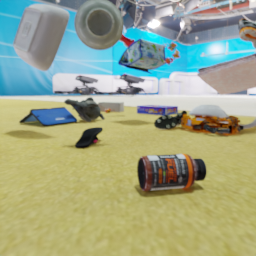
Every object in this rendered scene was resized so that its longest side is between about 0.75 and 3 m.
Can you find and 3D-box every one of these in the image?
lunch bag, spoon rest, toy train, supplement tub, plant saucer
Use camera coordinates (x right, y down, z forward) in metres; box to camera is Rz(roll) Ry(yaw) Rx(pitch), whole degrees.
[{"bbox_3d":[0.614,-3.179,13.018,1.542,1.156,1.814,5,-12,-36],"label":"lunch bag"},{"bbox_3d":[3.889,-0.432,11.163,2.902,0.880,1.442,2,0,6],"label":"spoon rest"},{"bbox_3d":[1.901,-3.345,12.459,0.771,1.026,0.285,-12,-5,-2],"label":"toy train"},{"bbox_3d":[0.738,0.734,4.731,1.099,0.588,0.588,-2,9,-13],"label":"supplement tub"},{"bbox_3d":[-0.796,-2.902,7.827,1.404,1.404,0.352,-2,10,-11],"label":"plant saucer"}]

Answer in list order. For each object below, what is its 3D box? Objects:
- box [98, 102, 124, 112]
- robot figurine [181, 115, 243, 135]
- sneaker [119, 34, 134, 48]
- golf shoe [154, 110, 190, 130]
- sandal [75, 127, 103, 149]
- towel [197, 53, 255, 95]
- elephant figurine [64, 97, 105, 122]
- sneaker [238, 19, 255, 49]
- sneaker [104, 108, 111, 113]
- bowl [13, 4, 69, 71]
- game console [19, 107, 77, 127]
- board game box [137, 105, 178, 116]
[{"bbox_3d":[-1.142,-1.408,18.721,1.607,0.625,0.763,4,9,24],"label":"box"},{"bbox_3d":[3.151,-0.162,10.487,1.566,0.629,2.160,-10,13,-41],"label":"robot figurine"},{"bbox_3d":[-0.064,-4.967,15.602,0.711,0.482,1.230,2,-14,35],"label":"sneaker"},{"bbox_3d":[1.733,-0.185,11.318,1.613,0.623,0.711,-13,-20,-21],"label":"golf shoe"},{"bbox_3d":[-1.171,0.349,8.417,0.565,0.339,1.504,-3,22,16],"label":"sandal"},{"bbox_3d":[4.591,-2.166,11.788,2.567,0.414,2.452,-9,-22,44],"label":"towel"},{"bbox_3d":[-2.037,-0.850,13.349,1.405,1.281,1.811,-14,1,4],"label":"elephant figurine"},{"bbox_3d":[4.606,-3.412,10.103,1.792,0.692,0.701,11,-30,-38],"label":"sneaker"},{"bbox_3d":[-1.253,-1.056,17.859,0.312,0.295,0.808,25,18,11],"label":"sneaker"},{"bbox_3d":[-3.139,-3.234,9.661,0.835,2.235,2.238,14,13,-46],"label":"bowl"},{"bbox_3d":[-3.650,-0.297,12.892,1.658,1.150,1.943,41,29,26],"label":"game console"},{"bbox_3d":[1.792,-1.112,17.262,2.118,0.474,1.424,8,11,41],"label":"board game box"}]
